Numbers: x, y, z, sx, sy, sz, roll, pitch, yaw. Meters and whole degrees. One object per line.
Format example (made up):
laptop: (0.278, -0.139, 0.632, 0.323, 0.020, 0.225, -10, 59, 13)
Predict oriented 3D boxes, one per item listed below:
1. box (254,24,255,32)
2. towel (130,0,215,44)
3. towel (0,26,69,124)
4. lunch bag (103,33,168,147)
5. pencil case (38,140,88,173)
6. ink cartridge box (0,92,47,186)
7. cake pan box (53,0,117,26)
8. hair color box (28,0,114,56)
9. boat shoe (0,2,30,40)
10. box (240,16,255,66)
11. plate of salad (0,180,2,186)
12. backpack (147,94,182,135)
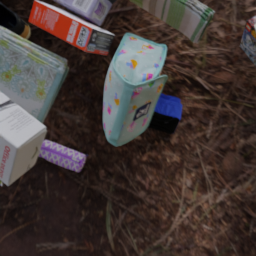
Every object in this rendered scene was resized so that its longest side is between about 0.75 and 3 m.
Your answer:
box: (3.590, -2.188, 5.526, 1.914, 0.909, 0.744, -26, 105, 31)
towel: (0.997, -3.166, 7.429, 2.406, 1.795, 0.369, 33, 89, 4)
towel: (-2.642, -1.093, 6.800, 1.841, 0.518, 2.150, 27, 115, -12)
lunch bag: (0.068, -0.845, 6.441, 1.305, 1.823, 2.140, 16, 42, -4)
pencil case: (-2.053, 0.885, 8.721, 1.519, 0.649, 0.637, 19, 85, 3)
ink cartridge box: (-2.786, 0.034, 5.689, 1.948, 1.413, 0.815, 37, 41, 4)
cake pan box: (-0.973, -3.787, 6.556, 2.296, 0.601, 2.115, 35, 101, 25)
hair color box: (-1.283, -2.262, 6.383, 1.705, 0.945, 0.545, 30, 110, 20)
boat shoe: (-4.486, -3.796, 9.245, 2.688, 0.837, 1.003, 33, 85, 6)
box: (3.691, -2.133, 7.668, 0.306, 1.050, 1.534, -24, 63, -1)
plate of salad: (-3.067, 0.915, 6.466, 0.221, 0.919, 0.919, -14, 82, -32)
backpack: (0.927, -0.503, 8.732, 1.307, 1.062, 1.096, 13, 55, 2)
